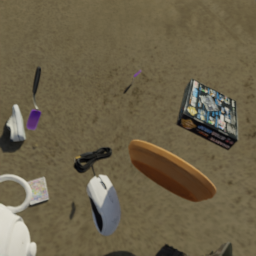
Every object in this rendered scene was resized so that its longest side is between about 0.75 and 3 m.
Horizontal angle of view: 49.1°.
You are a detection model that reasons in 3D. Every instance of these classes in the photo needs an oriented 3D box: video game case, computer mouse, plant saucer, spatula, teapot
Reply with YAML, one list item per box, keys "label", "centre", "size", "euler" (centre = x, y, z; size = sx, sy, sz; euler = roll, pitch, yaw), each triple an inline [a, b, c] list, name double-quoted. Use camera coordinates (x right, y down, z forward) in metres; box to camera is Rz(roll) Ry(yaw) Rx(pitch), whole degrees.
- label: "video game case"
  centre: [-3.620, 2.520, 11.198]
  size: [0.709, 0.089, 0.991]
  euler: [-16, 57, -11]
- label: "computer mouse"
  centre: [-0.751, 1.985, 8.737]
  size: [1.480, 0.592, 2.699]
  euler: [-13, 85, -50]
- label: "plant saucer"
  centre: [1.180, 1.394, 8.414]
  size: [2.908, 2.908, 0.544]
  euler: [28, 75, 18]
- label: "spatula"
  centre: [0.144, -1.746, 10.677]
  size: [0.114, 1.109, 0.313]
  euler: [31, 15, -13]
- label: "spatula"
  centre: [-3.311, -1.067, 9.994]
  size: [0.236, 0.649, 2.297]
  euler: [3, 87, 14]
- label: "teapot"
  centre: [-3.408, 3.086, 7.151]
  size: [2.021, 2.767, 2.731]
  euler: [-1, 28, -7]

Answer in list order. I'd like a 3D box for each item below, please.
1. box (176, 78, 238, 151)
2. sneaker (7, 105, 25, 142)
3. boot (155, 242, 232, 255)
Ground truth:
- label: "box"
  centre: [2.428, -0.482, 8.435]
  size: [1.682, 0.487, 2.116]
  euler: [26, 41, -2]
- label: "sneaker"
  centre: [-5.187, -0.235, 12.753]
  size: [0.690, 0.712, 1.950]
  euler: [-13, 56, -14]
- label: "boot"
  centre: [1.653, 3.588, 7.663]
  size: [2.077, 0.719, 1.809]
  euler: [-29, 22, -35]
